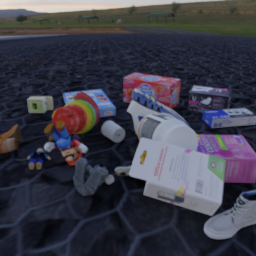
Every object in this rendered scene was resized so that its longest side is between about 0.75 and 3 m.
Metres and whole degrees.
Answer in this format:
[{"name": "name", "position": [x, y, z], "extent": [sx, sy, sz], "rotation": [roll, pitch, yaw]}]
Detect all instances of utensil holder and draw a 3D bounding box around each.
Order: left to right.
[{"name": "utensil holder", "position": [-0.615, 0.163, 11.637], "extent": [0.697, 0.697, 0.820], "rotation": [-18, 33, -34]}]

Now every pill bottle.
[{"name": "pill bottle", "position": [1.327, 0.307, 9.855], "extent": [1.427, 1.427, 2.452], "rotation": [-7, 12, -15]}]

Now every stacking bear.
[{"name": "stacking bear", "position": [-2.148, -0.419, 11.226], "extent": [1.518, 1.621, 2.670], "rotation": [33, 13, 2]}]

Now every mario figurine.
[{"name": "mario figurine", "position": [-2.090, 0.660, 9.423], "extent": [1.074, 1.739, 0.922], "rotation": [6, 45, 37]}]

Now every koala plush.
[{"name": "koala plush", "position": [-1.035, 1.503, 8.712], "extent": [1.017, 1.054, 1.147], "rotation": [22, 11, 22]}]

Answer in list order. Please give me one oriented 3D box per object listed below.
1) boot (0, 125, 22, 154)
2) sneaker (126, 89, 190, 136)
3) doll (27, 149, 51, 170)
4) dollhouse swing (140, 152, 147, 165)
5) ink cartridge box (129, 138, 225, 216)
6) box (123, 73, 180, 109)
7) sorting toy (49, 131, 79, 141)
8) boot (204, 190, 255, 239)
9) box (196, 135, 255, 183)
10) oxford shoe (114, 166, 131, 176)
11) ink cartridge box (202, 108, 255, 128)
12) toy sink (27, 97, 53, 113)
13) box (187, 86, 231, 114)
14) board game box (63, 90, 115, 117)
[{"name": "boot", "position": [-4.993, 0.493, 11.024], "extent": [1.374, 0.679, 1.770], "rotation": [-11, 34, -6]}, {"name": "sneaker", "position": [1.090, -0.237, 11.970], "extent": [2.899, 1.674, 1.171], "rotation": [33, 14, -2]}, {"name": "doll", "position": [-3.215, 1.097, 10.078], "extent": [0.826, 0.293, 1.210], "rotation": [0, 21, -10]}, {"name": "dollhouse swing", "position": [1.162, 1.210, 8.854], "extent": [1.116, 1.154, 1.270], "rotation": [-30, 25, 9]}, {"name": "ink cartridge box", "position": [1.299, 1.290, 7.696], "extent": [2.420, 0.815, 1.417], "rotation": [16, 52, 7]}, {"name": "box", "position": [1.261, -2.036, 15.432], "extent": [2.912, 1.452, 1.390], "rotation": [15, 29, 28]}, {"name": "sorting toy", "position": [-2.705, 0.426, 11.510], "extent": [1.454, 0.504, 0.501], "rotation": [10, 50, 25]}, {"name": "boot", "position": [2.762, 2.117, 7.156], "extent": [1.877, 0.897, 0.690], "rotation": [-13, 28, -25]}, {"name": "box", "position": [3.134, 0.995, 9.533], "extent": [1.925, 0.931, 1.693], "rotation": [1, 25, 2]}, {"name": "oxford shoe", "position": [0.014, 1.449, 9.320], "extent": [0.949, 0.357, 0.274], "rotation": [-2, 51, -24]}, {"name": "ink cartridge box", "position": [4.754, -0.472, 13.215], "extent": [2.209, 0.488, 1.038], "rotation": [-4, 25, -9]}, {"name": "toy sink", "position": [-4.506, -1.180, 14.378], "extent": [1.126, 0.734, 0.631], "rotation": [1, 21, 1]}, {"name": "box", "position": [4.182, -1.416, 14.461], "extent": [1.992, 1.143, 1.316], "rotation": [11, 27, 22]}, {"name": "board game box", "position": [-2.141, -1.296, 14.915], "extent": [2.237, 0.541, 2.958], "rotation": [-8, 26, -16]}]
